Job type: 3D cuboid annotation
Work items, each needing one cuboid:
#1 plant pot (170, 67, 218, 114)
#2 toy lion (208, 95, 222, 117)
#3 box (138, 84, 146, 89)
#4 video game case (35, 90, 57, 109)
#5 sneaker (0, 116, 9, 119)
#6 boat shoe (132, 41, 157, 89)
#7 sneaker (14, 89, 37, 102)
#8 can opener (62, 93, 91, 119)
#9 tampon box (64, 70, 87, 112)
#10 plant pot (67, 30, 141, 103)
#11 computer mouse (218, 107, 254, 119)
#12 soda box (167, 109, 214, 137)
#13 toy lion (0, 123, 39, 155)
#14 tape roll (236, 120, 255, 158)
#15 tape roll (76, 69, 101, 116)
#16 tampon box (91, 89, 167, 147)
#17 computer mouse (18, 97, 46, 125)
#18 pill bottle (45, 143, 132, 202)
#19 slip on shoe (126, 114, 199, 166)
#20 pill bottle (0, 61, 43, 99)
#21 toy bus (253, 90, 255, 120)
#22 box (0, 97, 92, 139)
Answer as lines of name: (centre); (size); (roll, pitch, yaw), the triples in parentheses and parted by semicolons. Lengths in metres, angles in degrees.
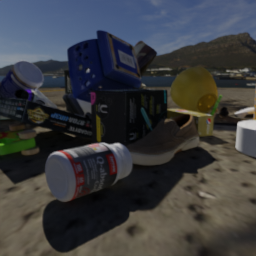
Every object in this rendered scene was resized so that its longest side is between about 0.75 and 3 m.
plant pot: (3.470, -1.618, 13.858); (2.310, 2.310, 1.640); (-3, 37, -18)
toy lion: (3.788, -0.975, 12.015); (0.306, 0.854, 0.891); (26, 33, 14)
box: (-0.082, -1.703, 11.801); (1.539, 0.632, 0.526); (12, 15, -9)
video game case: (-4.883, -1.254, 12.552); (2.480, 0.312, 2.725); (-2, -16, 9)
sneaker: (-5.032, -0.872, 12.057); (2.802, 1.036, 1.148); (-1, 15, -11)
boat shoe: (0.117, -1.878, 10.786); (0.932, 2.876, 1.034); (33, 11, 14)
sneaker: (-3.215, -1.031, 8.641); (0.576, 0.402, 1.158); (12, 2, -33)
can opener: (-1.634, -0.580, 9.452); (0.418, 1.569, 0.524); (0, 44, 29)
tampon box: (-1.593, -1.887, 14.302); (2.890, 2.166, 1.825); (8, 13, 36)
plant pot: (-0.685, -1.899, 9.056); (1.669, 1.856, 1.856); (-26, -23, 35)
computer mouse: (5.232, -0.687, 12.510); (2.272, 0.498, 1.246); (5, 10, 24)
soda box: (2.002, -0.219, 9.556); (0.624, 0.660, 1.950); (-5, 12, -25)
toy lion: (-3.267, 0.367, 6.933); (1.660, 0.595, 1.732); (-14, 17, -33)
tape roll: (3.692, 0.266, 6.958); (1.917, 0.671, 1.917); (-1, 11, 0)
tape roll: (-1.436, -1.279, 11.250); (0.723, 2.067, 2.067); (14, 11, 2)
tampon box: (0.069, -0.336, 7.858); (1.249, 1.483, 1.978); (7, 12, 38)
computer mouse: (-3.368, -0.658, 9.598); (1.428, 0.313, 0.783); (-31, -44, 19)
pill bottle: (-0.602, 0.660, 4.595); (0.760, 0.760, 1.313); (10, 15, 44)
slip on shoe: (0.870, 0.214, 6.726); (1.062, 0.846, 2.792); (10, 14, 42)
pill bottle: (-3.937, -1.396, 9.915); (1.871, 1.083, 1.083); (-38, -9, 28)
toy bus: (5.612, -1.586, 10.992); (0.916, 2.815, 1.102); (1, 11, 7)
box: (-2.486, -0.314, 8.278); (2.071, 0.599, 2.606); (17, -4, -39)
